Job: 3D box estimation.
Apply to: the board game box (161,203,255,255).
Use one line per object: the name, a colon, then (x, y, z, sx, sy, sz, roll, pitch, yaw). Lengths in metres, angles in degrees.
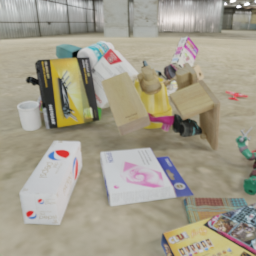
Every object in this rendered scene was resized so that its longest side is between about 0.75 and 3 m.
board game box: (1.919, 2.188, 4.745, 2.288, 0.396, 1.550, -11, 37, -16)

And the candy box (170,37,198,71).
candy box: (2.347, -2.950, 11.624, 0.409, 1.342, 0.915, 5, -25, 48)

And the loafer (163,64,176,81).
loafer: (1.935, -2.481, 12.501, 0.713, 0.814, 2.265, -25, 14, 29)

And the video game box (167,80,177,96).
video game box: (2.143, -2.320, 15.812, 2.339, 0.548, 2.131, 3, 21, 8)

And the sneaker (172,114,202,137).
sneaker: (1.909, -0.045, 9.346, 0.648, 0.617, 1.635, 2, 18, -9)

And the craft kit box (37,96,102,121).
craft kit box: (-2.553, -1.203, 12.501, 2.627, 0.637, 2.595, 7, 25, -12)

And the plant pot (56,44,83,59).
plant pot: (-2.551, -3.146, 11.863, 0.981, 0.693, 0.693, 28, 39, 17)

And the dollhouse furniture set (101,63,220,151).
dollhouse furniture set: (1.020, -0.412, 9.051, 2.773, 2.260, 2.637, -21, 50, -1)

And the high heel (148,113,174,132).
high heel: (0.896, -0.349, 8.392, 0.366, 0.521, 1.087, 4, 26, -43)

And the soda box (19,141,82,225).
soda box: (-1.792, 1.232, 6.998, 0.801, 0.857, 2.516, 1, 23, 2)

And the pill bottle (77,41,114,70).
pill bottle: (-1.313, -3.145, 12.044, 0.943, 0.943, 1.703, 14, 37, 30)

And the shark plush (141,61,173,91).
shark plush: (1.153, -2.297, 12.578, 0.882, 0.963, 2.119, -2, 30, -32)

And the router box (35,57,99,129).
router box: (-2.280, -1.332, 10.623, 1.974, 2.511, 0.656, -12, 5, -28)

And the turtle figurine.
turtle figurine: (3.808, 0.880, 7.462, 1.764, 1.186, 2.357, -2, 34, 31)

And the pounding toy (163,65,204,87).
pounding toy: (1.871, -1.593, 9.698, 1.252, 0.573, 1.100, -22, 10, 31)

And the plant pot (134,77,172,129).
plant pot: (0.868, -1.112, 11.403, 1.859, 1.749, 1.859, -1, 23, 0)

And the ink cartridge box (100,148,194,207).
ink cartridge box: (0.400, 1.198, 7.624, 2.147, 0.465, 2.108, -6, 23, -10)

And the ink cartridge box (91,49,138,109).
ink cartridge box: (-0.778, -1.987, 11.523, 1.446, 2.004, 0.839, 50, 21, 8)

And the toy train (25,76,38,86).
toy train: (-3.320, -1.678, 11.365, 1.640, 0.280, 0.376, 23, -25, -31)

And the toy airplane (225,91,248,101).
toy airplane: (5.637, -1.659, 14.662, 1.176, 0.216, 1.176, 3, 26, -1)

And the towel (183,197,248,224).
towel: (2.046, 2.096, 5.782, 1.506, 0.223, 2.054, 1, 23, 0)

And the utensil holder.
utensil holder: (-3.784, -0.462, 10.827, 0.788, 0.928, 0.788, -1, 30, 0)
